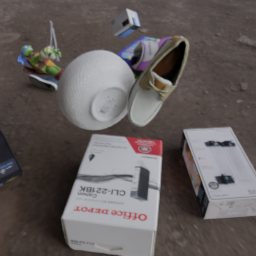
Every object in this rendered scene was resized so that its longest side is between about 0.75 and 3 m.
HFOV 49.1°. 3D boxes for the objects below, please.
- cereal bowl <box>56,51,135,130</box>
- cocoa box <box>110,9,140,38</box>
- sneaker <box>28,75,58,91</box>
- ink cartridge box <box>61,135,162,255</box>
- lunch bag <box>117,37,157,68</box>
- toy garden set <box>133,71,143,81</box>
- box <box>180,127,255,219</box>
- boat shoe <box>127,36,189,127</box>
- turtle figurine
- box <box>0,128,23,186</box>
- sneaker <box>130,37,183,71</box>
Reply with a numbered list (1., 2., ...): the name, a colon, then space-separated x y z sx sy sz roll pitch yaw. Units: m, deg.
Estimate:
1. cereal bowl: -0.662 -0.805 7.159 2.150 2.150 0.895 -22 43 -24
2. cocoa box: -0.130 -4.413 11.901 1.041 0.694 0.683 -20 -8 40
3. sneaker: -3.617 -2.260 12.614 1.455 0.553 1.051 21 54 9
4. ink cartridge box: -0.252 1.641 7.444 2.143 1.244 2.970 5 40 6
5. lunch bag: 0.907 -3.181 12.764 2.121 1.325 2.818 21 31 23
6. toy garden set: 0.534 -2.054 12.562 1.661 0.398 1.992 -11 41 -13
7. box: 2.670 1.198 8.292 1.638 0.844 2.808 -4 40 -4
8. boat shoe: 0.668 -1.089 6.647 0.882 2.360 0.807 24 6 -9
9. turtle figurine: -1.897 -1.858 7.461 1.615 1.566 1.162 -53 20 -23
10. box: -4.565 0.859 7.998 2.253 0.560 2.236 -26 85 -28
11. sneaker: 0.852 -2.073 8.894 1.564 2.742 0.994 -5 78 4
